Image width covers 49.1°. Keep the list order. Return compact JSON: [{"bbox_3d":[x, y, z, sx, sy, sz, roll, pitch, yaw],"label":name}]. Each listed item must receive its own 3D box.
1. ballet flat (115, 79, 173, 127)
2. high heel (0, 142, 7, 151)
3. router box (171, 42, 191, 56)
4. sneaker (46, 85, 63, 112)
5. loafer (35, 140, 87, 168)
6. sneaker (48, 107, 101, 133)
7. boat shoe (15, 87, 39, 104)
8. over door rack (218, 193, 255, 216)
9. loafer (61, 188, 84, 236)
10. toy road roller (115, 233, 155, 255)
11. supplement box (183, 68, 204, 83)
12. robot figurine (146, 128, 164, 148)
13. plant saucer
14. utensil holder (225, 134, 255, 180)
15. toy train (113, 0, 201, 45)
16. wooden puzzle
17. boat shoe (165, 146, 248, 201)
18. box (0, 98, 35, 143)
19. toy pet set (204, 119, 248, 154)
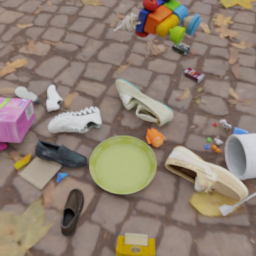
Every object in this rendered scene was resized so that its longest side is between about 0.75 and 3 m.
[{"bbox_3d":[0.423,-1.001,11.474,2.995,1.040,1.040,33,59,23],"label":"ballet flat"},{"bbox_3d":[-5.158,0.646,10.350,1.216,0.585,0.410,-4,72,2],"label":"high heel"},{"bbox_3d":[2.699,-4.038,14.228,0.795,0.247,0.596,35,60,23],"label":"router box"},{"bbox_3d":[-3.120,-1.254,11.979,0.659,0.517,1.327,-1,61,-9],"label":"sneaker"},{"bbox_3d":[-2.365,0.918,9.953,1.902,0.668,0.646,16,30,-3],"label":"loafer"},{"bbox_3d":[-2.061,-0.154,10.946,2.117,0.795,0.858,-17,63,-12],"label":"sneaker"},{"bbox_3d":[-4.331,-1.382,12.053,1.326,0.410,0.497,22,71,26],"label":"boat shoe"},{"bbox_3d":[4.599,2.834,8.569,2.948,0.982,2.178,-27,54,-3],"label":"over door rack"},{"bbox_3d":[-1.764,2.594,8.894,0.566,0.553,1.551,3,52,2],"label":"loafer"},{"bbox_3d":[0.167,3.898,7.747,1.068,1.268,1.738,4,15,3],"label":"toy road roller"},{"bbox_3d":[3.034,-2.444,12.994,0.819,0.249,0.446,33,59,24],"label":"supplement box"},{"bbox_3d":[1.007,0.399,10.655,0.591,0.479,0.822,15,35,-48],"label":"robot figurine"},{"bbox_3d":[-0.183,1.336,9.995,2.362,0.367,2.362,0,52,0],"label":"plant saucer"},{"bbox_3d":[4.509,0.922,9.584,1.815,1.542,1.542,-5,52,-5],"label":"utensil holder"},{"bbox_3d":[0.977,-3.003,8.408,1.602,1.172,2.769,34,53,12],"label":"toy train"},{"bbox_3d":[-3.102,1.512,9.976,1.807,0.211,1.219,33,63,23],"label":"wooden puzzle"},{"bbox_3d":[2.497,1.699,9.367,2.821,1.040,0.976,29,60,32],"label":"boat shoe"},{"bbox_3d":[-4.800,-0.347,10.617,1.952,0.944,1.717,3,33,3],"label":"box"},{"bbox_3d":[3.744,0.276,10.581,1.288,0.733,1.380,20,55,15],"label":"toy pet set"}]
